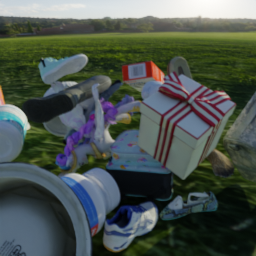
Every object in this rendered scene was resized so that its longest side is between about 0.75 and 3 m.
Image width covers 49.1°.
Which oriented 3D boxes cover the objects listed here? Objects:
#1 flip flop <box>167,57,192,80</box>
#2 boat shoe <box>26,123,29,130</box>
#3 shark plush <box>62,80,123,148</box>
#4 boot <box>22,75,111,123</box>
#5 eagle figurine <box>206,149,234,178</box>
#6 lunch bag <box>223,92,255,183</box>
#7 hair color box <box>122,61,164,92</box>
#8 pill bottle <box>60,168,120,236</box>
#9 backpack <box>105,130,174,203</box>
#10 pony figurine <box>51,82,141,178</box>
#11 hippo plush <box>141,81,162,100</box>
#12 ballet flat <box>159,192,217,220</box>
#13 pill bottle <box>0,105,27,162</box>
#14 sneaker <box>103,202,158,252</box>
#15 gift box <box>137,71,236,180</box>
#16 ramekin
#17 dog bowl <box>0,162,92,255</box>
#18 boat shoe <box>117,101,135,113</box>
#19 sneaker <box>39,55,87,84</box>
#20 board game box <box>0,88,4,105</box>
[{"bbox_3d":[2.187,-1.026,9.336,1.170,2.884,0.830,-25,9,-39],"label":"flip flop"},{"bbox_3d":[-4.277,0.012,11.357,0.291,0.277,0.808,8,25,18],"label":"boat shoe"},{"bbox_3d":[-1.135,-0.470,9.144,1.167,2.803,1.273,26,14,-28],"label":"shark plush"},{"bbox_3d":[-1.615,-0.876,7.631,1.809,0.722,1.989,-6,26,23],"label":"boot"},{"bbox_3d":[2.284,0.699,8.470,1.391,1.384,1.834,-1,0,-26],"label":"eagle figurine"},{"bbox_3d":[3.829,0.090,7.611,2.465,2.067,1.717,-50,32,-13],"label":"lunch bag"},{"bbox_3d":[0.614,-1.813,10.188,1.068,0.616,1.927,-5,-4,20],"label":"hair color box"},{"bbox_3d":[-1.395,1.838,5.798,1.462,1.462,2.605,19,30,36],"label":"pill bottle"},{"bbox_3d":[0.371,0.905,7.821,1.822,1.589,2.073,0,15,9],"label":"backpack"},{"bbox_3d":[-0.881,-0.031,8.270,2.915,2.814,2.428,-17,21,-37],"label":"pony figurine"},{"bbox_3d":[0.835,-0.611,8.370,1.401,1.414,1.759,-34,29,1],"label":"hippo plush"},{"bbox_3d":[1.307,1.688,6.233,1.303,0.484,0.484,-13,24,1],"label":"ballet flat"},{"bbox_3d":[-4.345,0.065,9.832,1.428,1.428,2.578,-5,24,-12],"label":"pill bottle"},{"bbox_3d":[0.133,2.025,6.266,0.630,0.737,1.673,17,28,35],"label":"sneaker"},{"bbox_3d":[1.274,-0.209,6.365,1.663,1.683,1.802,32,54,23],"label":"gift box"},{"bbox_3d":[-2.088,-0.700,9.765,1.918,1.918,1.007,-11,49,-23],"label":"ramekin"},{"bbox_3d":[-1.884,1.947,4.533,2.677,2.677,0.987,-1,-17,-3],"label":"dog bowl"},{"bbox_3d":[0.037,-1.029,13.503,1.276,0.438,0.537,6,25,14],"label":"boat shoe"},{"bbox_3d":[-2.258,-2.227,9.460,1.637,0.602,0.965,-28,57,-8],"label":"sneaker"},{"bbox_3d":[-6.226,-0.875,11.099,1.909,1.909,1.911,-3,30,-4],"label":"board game box"}]
